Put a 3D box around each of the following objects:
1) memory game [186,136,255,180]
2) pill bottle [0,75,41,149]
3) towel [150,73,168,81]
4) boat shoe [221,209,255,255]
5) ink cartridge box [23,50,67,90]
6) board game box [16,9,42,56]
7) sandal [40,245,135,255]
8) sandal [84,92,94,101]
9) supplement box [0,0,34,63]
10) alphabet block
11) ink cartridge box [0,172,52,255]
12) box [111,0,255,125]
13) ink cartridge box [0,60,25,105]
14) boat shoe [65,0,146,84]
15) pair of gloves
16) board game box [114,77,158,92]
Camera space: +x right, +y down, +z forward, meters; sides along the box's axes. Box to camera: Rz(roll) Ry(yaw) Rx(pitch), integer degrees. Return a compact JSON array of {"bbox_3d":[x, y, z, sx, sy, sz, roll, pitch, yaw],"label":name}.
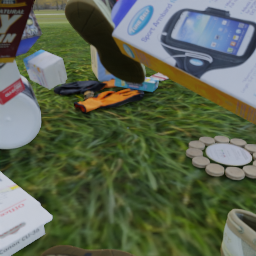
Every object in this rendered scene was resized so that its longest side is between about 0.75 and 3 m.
[{"bbox_3d":[2.135,0.593,6.022,1.773,0.113,1.773,0,24,0],"label":"memory game"},{"bbox_3d":[-3.092,-0.653,7.161,1.430,1.430,2.692,-10,26,-20],"label":"pill bottle"},{"bbox_3d":[1.456,-2.211,12.133,0.664,0.105,0.921,20,33,33],"label":"towel"},{"bbox_3d":[2.253,1.561,3.201,2.238,0.704,0.816,13,28,27],"label":"boat shoe"},{"bbox_3d":[-2.020,-1.448,6.995,0.946,0.608,0.592,28,52,31],"label":"ink cartridge box"},{"bbox_3d":[-3.325,-3.060,6.577,1.267,2.617,2.086,-25,13,-27],"label":"board game box"},{"bbox_3d":[-0.395,1.752,3.210,1.640,0.443,0.659,-4,15,28],"label":"sandal"},{"bbox_3d":[-1.348,-1.123,9.457,0.337,0.226,0.838,-24,18,8],"label":"sandal"},{"bbox_3d":[-1.696,-1.664,2.804,1.029,1.529,1.550,-9,-9,-32],"label":"supplement box"},{"bbox_3d":[-0.572,-3.199,12.103,1.910,1.921,1.956,-5,25,-14],"label":"alphabet block"},{"bbox_3d":[-1.914,1.295,3.922,1.753,0.592,1.021,19,31,39],"label":"ink cartridge box"},{"bbox_3d":[1.129,-1.370,3.822,2.840,1.690,0.589,34,-5,26],"label":"box"},{"bbox_3d":[-2.297,-1.121,4.470,0.912,1.263,0.529,30,57,21],"label":"ink cartridge box"},{"bbox_3d":[-0.241,-1.989,6.142,1.065,0.980,2.981,8,-17,26],"label":"boat shoe"},{"bbox_3d":[-1.020,-1.289,9.826,2.596,0.360,2.914,-16,28,-31],"label":"pair of gloves"},{"bbox_3d":[0.332,-1.701,10.451,1.431,0.336,1.080,11,19,12],"label":"board game box"}]
